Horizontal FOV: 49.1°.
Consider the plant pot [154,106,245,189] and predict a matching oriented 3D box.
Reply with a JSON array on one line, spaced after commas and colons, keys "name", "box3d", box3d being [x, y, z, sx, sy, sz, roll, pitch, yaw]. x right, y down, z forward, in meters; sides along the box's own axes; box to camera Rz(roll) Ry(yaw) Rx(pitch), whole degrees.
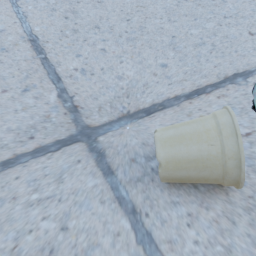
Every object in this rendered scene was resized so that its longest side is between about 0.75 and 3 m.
[{"name": "plant pot", "box3d": [1.506, 0.522, 6.369, 1.707, 1.864, 1.864, -7, 47, 8]}]

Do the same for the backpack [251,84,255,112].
[{"name": "backpack", "box3d": [2.189, -0.422, 4.146, 0.749, 0.568, 0.898, -11, 28, 29]}]
